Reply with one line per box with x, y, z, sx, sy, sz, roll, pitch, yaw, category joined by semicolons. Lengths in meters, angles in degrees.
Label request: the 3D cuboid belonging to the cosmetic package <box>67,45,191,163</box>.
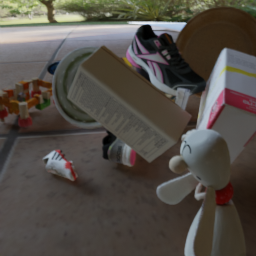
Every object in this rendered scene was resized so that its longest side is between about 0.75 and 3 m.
-0.021;-0.503;6.573;2.616;1.354;0.956;38;54;-3;cosmetic package

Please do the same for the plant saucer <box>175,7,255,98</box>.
2.832;-2.247;8.747;2.838;2.838;0.503;4;6;9;plant saucer

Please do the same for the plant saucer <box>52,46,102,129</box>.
-1.033;-1.111;7.880;2.244;2.244;0.563;8;7;16;plant saucer

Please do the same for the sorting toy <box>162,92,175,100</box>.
1.461;-1.183;10.435;1.457;0.262;1.956;-44;9;-10;sorting toy

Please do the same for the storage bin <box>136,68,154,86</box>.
1.167;-2.294;10.981;1.197;1.782;1.297;-29;47;-27;storage bin

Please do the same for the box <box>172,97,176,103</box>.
1.582;-0.783;10.679;0.478;0.439;1.366;9;28;7;box

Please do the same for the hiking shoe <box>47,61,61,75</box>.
-3.252;-3.093;15.025;2.201;0.819;0.954;0;26;-6;hiking shoe

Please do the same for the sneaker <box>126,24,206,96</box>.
1.043;-2.042;8.167;1.181;1.270;2.941;-28;56;-37;sneaker

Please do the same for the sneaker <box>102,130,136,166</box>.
-0.219;0.283;8.047;0.986;0.832;2.254;5;28;4;sneaker

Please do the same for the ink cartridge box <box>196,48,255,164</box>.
2.532;-0.594;7.131;1.026;1.786;2.461;18;47;3;ink cartridge box

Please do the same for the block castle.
-3.598;-0.909;10.308;1.557;1.093;2.330;17;33;18;block castle

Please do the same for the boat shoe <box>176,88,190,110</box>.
1.339;-0.517;7.581;0.381;1.158;0.417;17;31;9;boat shoe

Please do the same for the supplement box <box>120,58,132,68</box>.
-0.932;-2.424;13.123;1.989;1.321;1.962;-4;26;-8;supplement box

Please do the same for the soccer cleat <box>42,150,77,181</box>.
-1.733;1.000;7.051;0.596;0.480;1.400;-26;33;-22;soccer cleat

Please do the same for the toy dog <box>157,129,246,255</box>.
0.975;1.442;4.112;1.322;2.745;1.810;-20;3;-4;toy dog
